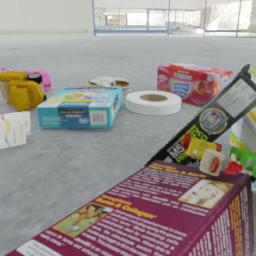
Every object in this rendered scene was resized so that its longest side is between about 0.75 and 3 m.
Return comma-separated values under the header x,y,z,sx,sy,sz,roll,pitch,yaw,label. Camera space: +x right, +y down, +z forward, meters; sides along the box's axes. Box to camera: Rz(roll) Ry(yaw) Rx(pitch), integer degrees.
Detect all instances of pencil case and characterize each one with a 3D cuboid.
x,y,z,sx,sy,sz,roll,pitch,yaw,label
-4.066,-1.937,11.099,1.927,0.903,0.875,3,24,6,pencil case

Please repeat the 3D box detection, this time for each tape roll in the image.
x,y,z,sx,sy,sz,roll,pitch,yaw,label
0.807,-0.830,9.034,1.778,0.325,1.778,1,23,0,tape roll

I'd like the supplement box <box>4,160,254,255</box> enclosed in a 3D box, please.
x,y,z,sx,sy,sz,roll,pitch,yaw,label
0.164,1.226,2.654,1.280,0.993,2.320,3,18,42,supplement box

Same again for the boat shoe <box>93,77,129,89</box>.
x,y,z,sx,sy,sz,roll,pitch,yaw,label
-0.679,-1.741,11.121,1.501,0.532,0.524,-2,15,-17,boat shoe

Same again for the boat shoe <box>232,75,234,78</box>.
x,y,z,sx,sy,sz,roll,pitch,yaw,label
4.294,-1.624,10.660,0.775,0.632,1.841,1,22,3,boat shoe

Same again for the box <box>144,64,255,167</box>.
x,y,z,sx,sy,sz,roll,pitch,yaw,label
1.374,-0.108,4.882,0.475,2.144,1.717,46,30,6,box

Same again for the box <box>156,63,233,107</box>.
x,y,z,sx,sy,sz,roll,pitch,yaw,label
2.245,-1.563,9.813,1.182,1.132,2.371,-18,28,-39,box

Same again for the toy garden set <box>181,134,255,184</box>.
x,y,z,sx,sy,sz,roll,pitch,yaw,label
1.384,0.545,3.158,1.534,0.367,1.840,17,8,5,toy garden set

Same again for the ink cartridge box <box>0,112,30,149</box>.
x,y,z,sx,sy,sz,roll,pitch,yaw,label
-2.691,0.062,6.256,1.144,0.666,0.386,-15,35,-37,ink cartridge box

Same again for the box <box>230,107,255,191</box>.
x,y,z,sx,sy,sz,roll,pitch,yaw,label
2.725,0.236,5.317,1.161,1.046,2.064,3,23,9,box

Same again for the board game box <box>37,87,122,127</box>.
x,y,z,sx,sy,sz,roll,pitch,yaw,label
-1.257,-0.696,8.199,1.885,0.586,2.497,0,20,5,board game box

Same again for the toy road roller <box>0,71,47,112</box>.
x,y,z,sx,sy,sz,roll,pitch,yaw,label
-3.516,-1.134,8.999,1.641,1.009,1.198,5,34,11,toy road roller

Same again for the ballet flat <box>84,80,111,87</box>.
x,y,z,sx,sy,sz,roll,pitch,yaw,label
-1.002,-1.459,9.981,1.285,0.411,0.486,10,24,16,ballet flat
